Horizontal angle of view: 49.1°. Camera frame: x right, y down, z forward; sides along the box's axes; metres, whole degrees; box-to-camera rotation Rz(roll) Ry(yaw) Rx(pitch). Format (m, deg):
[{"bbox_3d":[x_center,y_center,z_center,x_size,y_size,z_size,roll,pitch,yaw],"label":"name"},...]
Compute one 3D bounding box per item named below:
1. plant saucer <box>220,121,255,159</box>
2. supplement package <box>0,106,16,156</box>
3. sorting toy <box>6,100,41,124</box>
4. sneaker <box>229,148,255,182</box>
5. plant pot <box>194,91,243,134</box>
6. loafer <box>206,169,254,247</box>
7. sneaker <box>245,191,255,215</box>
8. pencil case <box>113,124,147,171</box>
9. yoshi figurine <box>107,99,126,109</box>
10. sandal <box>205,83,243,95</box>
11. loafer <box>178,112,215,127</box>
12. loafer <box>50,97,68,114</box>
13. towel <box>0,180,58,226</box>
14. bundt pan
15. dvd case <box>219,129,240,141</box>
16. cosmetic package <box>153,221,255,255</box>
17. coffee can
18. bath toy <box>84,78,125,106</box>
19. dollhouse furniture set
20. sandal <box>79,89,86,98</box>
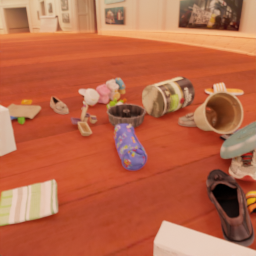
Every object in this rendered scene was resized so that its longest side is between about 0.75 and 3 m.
[{"bbox_3d":[4.364,0.267,10.044,2.529,0.347,2.529,-35,-1,-1],"label":"plant saucer"},{"bbox_3d":[-5.847,0.225,10.477,1.772,1.785,2.352,20,32,36],"label":"supplement package"},{"bbox_3d":[-5.406,-0.774,14.248,1.543,0.373,2.740,6,26,2],"label":"sorting toy"},{"bbox_3d":[4.009,1.038,9.769,0.902,0.952,2.317,6,27,12],"label":"sneaker"},{"bbox_3d":[3.699,-0.529,12.072,1.764,1.764,1.615,-6,-6,-12],"label":"plant pot"},{"bbox_3d":[2.770,1.908,7.801,1.016,0.890,2.827,-17,25,12],"label":"loafer"},{"bbox_3d":[4.129,2.264,7.821,1.613,0.564,0.726,6,42,12],"label":"sneaker"},{"bbox_3d":[0.029,0.626,10.599,0.899,1.000,2.304,21,20,-21],"label":"pencil case"},{"bbox_3d":[-0.578,-1.240,14.951,1.109,0.621,0.623,-13,35,-20],"label":"yoshi figurine"},{"bbox_3d":[5.952,-2.460,17.357,2.354,0.675,0.902,0,26,0],"label":"sandal"},{"bbox_3d":[3.517,-0.566,13.351,2.327,0.731,0.836,-4,26,-9],"label":"loafer"},{"bbox_3d":[-3.727,-1.206,14.914,0.609,0.533,1.694,-18,31,-33],"label":"loafer"},{"bbox_3d":[-2.842,2.092,7.971,1.606,0.247,1.198,-11,38,-8],"label":"towel"},{"bbox_3d":[-0.083,-0.504,13.280,1.848,0.694,1.848,-1,26,0],"label":"bundt pan"},{"bbox_3d":[4.765,0.430,11.998,1.389,0.122,0.991,-15,31,-29],"label":"dvd case"},{"bbox_3d":[1.905,2.926,5.610,2.804,1.157,0.710,11,27,23],"label":"cosmetic package"},{"bbox_3d":[2.080,-1.616,14.433,2.243,1.642,1.642,-21,33,-34],"label":"coffee can"},{"bbox_3d":[-1.376,-1.900,15.861,2.758,1.199,1.019,-28,-1,-40],"label":"bath toy"},{"bbox_3d":[-1.708,-0.420,12.572,1.216,1.089,1.534,4,31,-31],"label":"dollhouse furniture set"},{"bbox_3d":[-2.130,-1.803,16.288,1.792,0.514,0.687,2,38,-48],"label":"sandal"}]
